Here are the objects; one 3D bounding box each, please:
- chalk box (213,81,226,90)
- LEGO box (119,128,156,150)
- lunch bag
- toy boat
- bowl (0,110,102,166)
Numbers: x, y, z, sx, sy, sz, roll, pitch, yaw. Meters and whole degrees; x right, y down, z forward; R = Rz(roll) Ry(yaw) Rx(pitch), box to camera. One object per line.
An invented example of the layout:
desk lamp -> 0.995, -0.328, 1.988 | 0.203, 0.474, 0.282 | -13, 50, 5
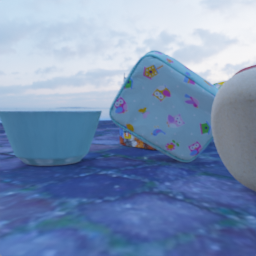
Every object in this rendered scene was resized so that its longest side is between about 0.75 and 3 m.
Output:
chalk box -> 3.878, -0.708, 10.663 | 1.657, 1.666, 2.677 | 26, -4, -13
LEGO box -> 1.242, 0.147, 10.314 | 2.544, 0.982, 1.895 | -3, 4, -37
lunch bag -> 0.905, -0.471, 6.723 | 2.583, 2.072, 0.996 | 31, 25, -5
toy boat -> 2.702, -0.098, 3.898 | 1.919, 1.916, 2.936 | -19, 13, -35
bowl -> -1.890, 0.189, 7.002 | 2.478, 1.296, 2.478 | 0, 3, 0
